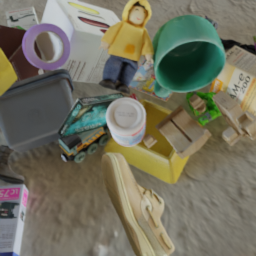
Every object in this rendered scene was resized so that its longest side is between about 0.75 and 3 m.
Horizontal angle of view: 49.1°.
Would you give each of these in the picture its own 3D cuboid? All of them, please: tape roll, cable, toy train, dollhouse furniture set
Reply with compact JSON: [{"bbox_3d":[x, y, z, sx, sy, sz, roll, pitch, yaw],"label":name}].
[{"bbox_3d":[-2.448,-2.434,8.443,1.347,1.347,0.442,-32,30,-21],"label":"tape roll"},{"bbox_3d":[4.464,-3.149,12.107,2.627,0.667,2.143,-34,61,-27],"label":"cable"},{"bbox_3d":[-1.411,0.343,9.308,1.952,1.113,0.832,-36,62,-23],"label":"toy train"},{"bbox_3d":[1.704,0.337,6.440,2.156,1.053,1.839,-40,37,7],"label":"dollhouse furniture set"}]

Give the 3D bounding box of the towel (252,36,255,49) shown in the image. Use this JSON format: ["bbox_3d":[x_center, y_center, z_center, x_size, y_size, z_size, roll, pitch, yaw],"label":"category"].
[{"bbox_3d":[5.998,-3.231,12.116,1.187,0.188,1.653,12,60,-24],"label":"towel"}]

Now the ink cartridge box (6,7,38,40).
[{"bbox_3d":[-4.973,-4.881,13.390,1.367,0.774,1.864,-17,55,-12],"label":"ink cartridge box"}]

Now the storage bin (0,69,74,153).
[{"bbox_3d":[-3.008,-0.418,9.512,2.832,2.061,1.902,-19,79,-7],"label":"storage bin"}]

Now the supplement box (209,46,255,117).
[{"bbox_3d":[4.596,-1.407,10.162,2.916,1.838,1.072,37,64,25],"label":"supplement box"}]

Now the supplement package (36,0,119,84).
[{"bbox_3d":[-1.610,-3.318,10.804,2.780,2.044,2.658,-2,47,-40],"label":"supplement package"}]

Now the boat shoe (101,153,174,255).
[{"bbox_3d":[0.231,1.564,5.531,0.851,2.619,0.945,-25,16,-16],"label":"boat shoe"}]

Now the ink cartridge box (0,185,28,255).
[{"bbox_3d":[-3.814,2.953,7.752,1.632,0.574,2.736,-4,55,-2],"label":"ink cartridge box"}]

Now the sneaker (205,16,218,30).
[{"bbox_3d":[2.519,-3.187,9.786,0.501,1.346,0.589,-5,47,-53],"label":"sneaker"}]

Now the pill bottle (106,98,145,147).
[{"bbox_3d":[-0.015,-0.043,6.597,0.846,1.555,0.846,-1,73,3],"label":"pill bottle"}]

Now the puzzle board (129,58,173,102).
[{"bbox_3d":[1.283,-2.294,11.833,1.906,0.220,2.529,25,57,17],"label":"puzzle board"}]

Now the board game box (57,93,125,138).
[{"bbox_3d":[-0.891,-0.353,7.161,0.240,1.155,1.707,48,32,16],"label":"board game box"}]

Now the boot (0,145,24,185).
[{"bbox_3d":[-3.929,1.112,8.994,1.673,0.584,1.101,15,63,9],"label":"boot"}]

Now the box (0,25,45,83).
[{"bbox_3d":[-5.007,-2.418,10.691,2.637,2.188,2.166,14,55,10],"label":"box"}]

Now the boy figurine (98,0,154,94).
[{"bbox_3d":[0.053,-2.223,7.611,1.589,2.555,0.823,17,9,-17],"label":"boy figurine"}]

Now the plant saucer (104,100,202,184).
[{"bbox_3d":[0.949,0.198,9.715,2.703,0.655,2.704,25,57,16],"label":"plant saucer"}]

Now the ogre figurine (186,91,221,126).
[{"bbox_3d":[2.890,-0.846,10.374,1.102,0.902,1.838,-14,20,1],"label":"ogre figurine"}]

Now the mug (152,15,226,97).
[{"bbox_3d":[1.514,-2.202,8.397,2.440,2.005,1.509,-21,52,23],"label":"mug"}]

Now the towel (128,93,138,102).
[{"bbox_3d":[-0.082,-0.799,10.429,0.999,0.112,0.722,-33,46,19],"label":"towel"}]

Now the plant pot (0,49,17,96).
[{"bbox_3d":[-3.920,-1.505,7.003,1.689,1.915,1.915,-32,96,-15],"label":"plant pot"}]
